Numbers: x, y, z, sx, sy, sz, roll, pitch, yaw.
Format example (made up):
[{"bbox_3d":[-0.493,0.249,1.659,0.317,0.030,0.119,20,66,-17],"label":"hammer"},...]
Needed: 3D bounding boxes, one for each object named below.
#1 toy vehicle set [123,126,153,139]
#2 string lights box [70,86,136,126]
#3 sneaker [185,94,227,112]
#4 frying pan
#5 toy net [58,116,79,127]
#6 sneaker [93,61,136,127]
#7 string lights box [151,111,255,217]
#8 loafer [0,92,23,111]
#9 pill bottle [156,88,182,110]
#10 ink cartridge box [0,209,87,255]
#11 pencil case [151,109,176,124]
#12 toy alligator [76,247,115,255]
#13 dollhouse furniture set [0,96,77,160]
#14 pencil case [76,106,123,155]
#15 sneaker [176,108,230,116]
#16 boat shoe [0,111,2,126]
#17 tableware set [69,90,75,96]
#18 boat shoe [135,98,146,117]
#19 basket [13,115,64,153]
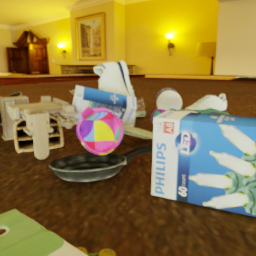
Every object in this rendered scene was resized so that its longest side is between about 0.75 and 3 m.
[{"bbox_3d":[0.206,0.129,8.007,1.169,0.155,0.726,15,-8,-36],"label":"toy vehicle set"},{"bbox_3d":[-0.698,-0.557,7.837,1.692,0.870,0.499,10,48,-14],"label":"string lights box"},{"bbox_3d":[3.262,-0.931,11.917,2.246,0.904,0.858,-10,18,-29],"label":"sneaker"},{"bbox_3d":[-0.517,0.701,6.116,1.547,0.416,2.557,2,8,35],"label":"frying pan"},{"bbox_3d":[-1.760,-0.299,9.698,2.115,0.408,1.110,0,12,-44],"label":"toy net"},{"bbox_3d":[-0.442,-1.135,9.707,1.120,1.063,2.782,-6,56,-16],"label":"sneaker"},{"bbox_3d":[1.823,0.568,4.512,2.789,1.433,0.822,6,15,23],"label":"string lights box"},{"bbox_3d":[-5.071,-0.672,10.341,1.134,1.006,2.983,8,21,32],"label":"loafer"},{"bbox_3d":[1.780,-1.123,12.253,1.096,1.096,1.895,1,13,4],"label":"pill bottle"},{"bbox_3d":[-0.727,1.536,1.972,2.519,0.747,1.308,11,18,39],"label":"ink cartridge box"},{"bbox_3d":[1.309,-0.369,9.559,0.577,0.627,1.357,51,25,15],"label":"pencil case"},{"bbox_3d":[-0.545,1.473,3.024,1.147,0.380,0.276,2,14,5],"label":"toy alligator"},{"bbox_3d":[-2.441,-0.081,7.714,1.461,1.248,2.819,-10,18,-34],"label":"dollhouse furniture set"},{"bbox_3d":[-0.724,0.050,6.476,1.026,1.026,2.321,-3,-3,-11],"label":"pencil case"},{"bbox_3d":[2.464,-0.278,9.180,2.099,0.814,0.957,9,27,1],"label":"sneaker"},{"bbox_3d":[-5.068,-0.204,8.834,0.806,0.856,2.384,-1,8,42],"label":"boat shoe"},{"bbox_3d":[-2.217,-1.672,14.976,1.710,0.198,1.428,4,-23,23],"label":"tableware set"},{"bbox_3d":[-0.361,-0.899,11.140,2.547,0.915,0.965,-3,9,-42],"label":"boat shoe"},{"bbox_3d":[-2.464,0.081,7.685,1.264,0.902,0.941,-5,13,-20],"label":"basket"}]
